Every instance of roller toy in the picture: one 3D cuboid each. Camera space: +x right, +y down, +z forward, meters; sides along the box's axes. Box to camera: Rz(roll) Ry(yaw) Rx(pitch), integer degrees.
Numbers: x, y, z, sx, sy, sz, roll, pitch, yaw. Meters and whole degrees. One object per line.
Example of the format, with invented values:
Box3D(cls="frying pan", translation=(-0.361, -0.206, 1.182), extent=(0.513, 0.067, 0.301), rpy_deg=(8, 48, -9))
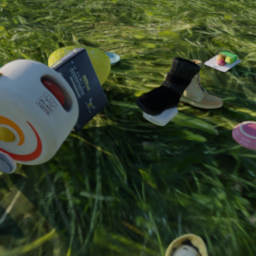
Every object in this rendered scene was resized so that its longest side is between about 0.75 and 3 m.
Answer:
Box3D(cls="roller toy", translation=(-2.748, -0.351, 7.383), extent=(2.476, 2.714, 1.897), rpy_deg=(17, 42, 6))

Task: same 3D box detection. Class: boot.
Box3D(cls="boot", translation=(2.536, -1.598, 10.085), extent=(1.966, 1.528, 0.716), rpy_deg=(19, 32, 22))
Box3D(cls="boot", translation=(-3.547, 0.787, 7.045), extent=(1.420, 0.517, 0.641), rpy_deg=(38, 14, -15))
Box3D(cls="boot", translation=(1.251, -1.343, 8.734), extent=(0.826, 1.641, 2.194), rpy_deg=(42, 37, 19))

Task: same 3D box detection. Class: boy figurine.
Box3D(cls="boy figurine", translation=(0.537, 2.832, 4.442), extent=(1.666, 0.864, 2.680), rpy_deg=(27, 45, 37))

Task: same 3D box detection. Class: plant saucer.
Box3D(cls="plant saucer", translation=(-1.193, -3.340, 13.754), extent=(1.544, 0.212, 1.544), rpy_deg=(-1, 35, 0))
Box3D(cls="plant saucer", translation=(3.891, 0.190, 8.640), extent=(1.253, 0.318, 1.253), rpy_deg=(1, 35, 0))

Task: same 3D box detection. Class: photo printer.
Box3D(cls="photo printer", translation=(1.073, -0.491, 9.524), extent=(0.864, 0.361, 1.039), rpy_deg=(28, 43, 24))

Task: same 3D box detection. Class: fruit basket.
Box3D(cls="fruit basket", translation=(4.454, -3.055, 13.182), extent=(1.270, 0.595, 1.176), rpy_deg=(-37, 47, -20))

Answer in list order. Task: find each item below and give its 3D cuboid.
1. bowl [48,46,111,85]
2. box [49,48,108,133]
Box3D(cls="bowl", translation=(-1.782, -1.888, 10.491), extent=(2.338, 2.338, 1.258), rpy_deg=(-3, 75, -5))
Box3D(cls="box", translation=(-1.625, -1.169, 8.781), extent=(0.538, 2.107, 1.662), rpy_deg=(11, 45, 37))
